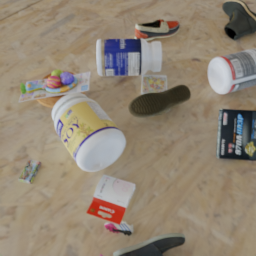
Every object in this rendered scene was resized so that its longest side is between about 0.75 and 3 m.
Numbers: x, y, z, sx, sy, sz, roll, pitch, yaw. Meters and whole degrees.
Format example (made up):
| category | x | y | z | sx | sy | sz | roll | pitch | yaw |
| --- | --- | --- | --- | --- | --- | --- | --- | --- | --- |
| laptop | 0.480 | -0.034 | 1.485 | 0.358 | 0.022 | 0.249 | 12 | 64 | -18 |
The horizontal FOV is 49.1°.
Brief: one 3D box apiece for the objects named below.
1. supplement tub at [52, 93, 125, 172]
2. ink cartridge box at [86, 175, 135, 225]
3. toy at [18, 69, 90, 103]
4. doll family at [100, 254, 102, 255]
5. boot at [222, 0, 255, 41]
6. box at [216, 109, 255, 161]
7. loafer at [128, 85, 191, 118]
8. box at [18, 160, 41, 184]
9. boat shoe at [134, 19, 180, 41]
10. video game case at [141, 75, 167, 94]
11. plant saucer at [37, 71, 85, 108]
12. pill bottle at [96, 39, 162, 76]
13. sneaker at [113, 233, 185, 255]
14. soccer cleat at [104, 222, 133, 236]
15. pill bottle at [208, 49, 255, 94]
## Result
| category | x | y | z | sx | sy | sz | roll | pitch | yaw |
| --- | --- | --- | --- | --- | --- | --- | --- | --- | --- |
| supplement tub | -1.348 | 0.087 | 9.106 | 1.683 | 1.683 | 2.315 | -27 | 54 | -21 |
| ink cartridge box | -0.484 | 2.045 | 8.187 | 1.069 | 0.375 | 1.315 | 15 | 36 | 12 |
| toy | -2.823 | -1.778 | 10.671 | 2.657 | 0.627 | 1.530 | -12 | 39 | 4 |
| doll family | -0.573 | 4.061 | 6.017 | 1.688 | 1.225 | 2.719 | -35 | 58 | -26 |
| boot | 5.360 | -5.630 | 14.469 | 1.846 | 1.034 | 2.669 | -27 | 54 | -15 |
| box | 3.632 | 0.218 | 9.217 | 1.304 | 0.378 | 1.641 | 4 | 92 | 3 |
| loafer | 1.165 | -0.888 | 10.467 | 2.427 | 0.819 | 0.923 | -15 | 77 | -10 |
| box | -3.150 | 1.397 | 9.002 | 0.422 | 0.133 | 0.767 | 9 | 50 | 8 |
| boat shoe | 1.502 | -5.037 | 14.039 | 2.556 | 0.800 | 0.910 | -18 | 50 | -16 |
| video game case | 1.097 | -1.812 | 11.730 | 1.054 | 0.133 | 1.158 | 2 | 50 | 2 |
| plant saucer | -2.786 | -1.669 | 11.436 | 2.074 | 0.388 | 2.074 | 0 | 49 | 0 |
| pill bottle | 0.037 | -2.968 | 11.801 | 2.642 | 1.529 | 1.529 | -1 | 50 | -2 |
| sneaker | 0.659 | 3.378 | 7.028 | 1.907 | 0.713 | 1.013 | -19 | 56 | -2 |
| soccer cleat | -0.243 | 2.749 | 7.798 | 0.805 | 0.281 | 0.348 | 14 | 39 | 6 |
| pill bottle | 4.680 | -2.344 | 11.302 | 2.560 | 1.483 | 1.483 | -15 | 51 | -13 |
